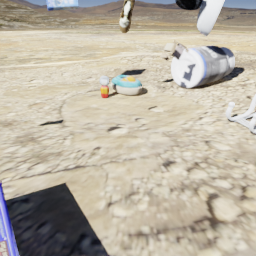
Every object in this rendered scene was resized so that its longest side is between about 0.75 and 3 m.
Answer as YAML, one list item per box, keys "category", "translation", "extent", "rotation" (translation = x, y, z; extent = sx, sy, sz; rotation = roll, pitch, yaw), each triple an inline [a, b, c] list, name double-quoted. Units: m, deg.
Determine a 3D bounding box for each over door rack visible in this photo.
- category: "over door rack"
  translation: [4.331, -0.373, 7.127]
  extent: [2.863, 0.954, 2.115]
  rotation: [-7, 25, -16]

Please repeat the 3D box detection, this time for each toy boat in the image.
- category: "toy boat"
  translation: [-0.299, -1.591, 10.189]
  extent: [1.661, 0.772, 1.396]
  rotation: [-17, 29, -35]

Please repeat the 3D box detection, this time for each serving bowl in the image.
- category: "serving bowl"
  translation: [2.910, -4.271, 9.975]
  extent: [0.605, 1.840, 1.840]
  rotation: [22, 26, 3]

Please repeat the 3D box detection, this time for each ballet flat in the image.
- category: "ballet flat"
  translation: [-0.062, -3.416, 8.502]
  extent: [0.374, 1.103, 0.399]
  rotation: [19, 30, 2]

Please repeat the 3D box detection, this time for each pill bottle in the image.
- category: "pill bottle"
  translation: [3.188, -2.608, 11.628]
  extent: [2.665, 1.516, 1.516]
  rotation: [-20, 30, -38]

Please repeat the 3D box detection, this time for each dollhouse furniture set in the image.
- category: "dollhouse furniture set"
  translation: [1.640, -2.434, 9.256]
  extent: [0.877, 0.748, 0.428]
  rotation: [24, 7, -31]

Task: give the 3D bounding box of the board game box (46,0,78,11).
- category: "board game box"
  translation: [-2.204, -4.366, 9.158]
  extent: [0.987, 0.992, 0.215]
  rotation: [-11, -6, -17]

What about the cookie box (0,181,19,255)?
- category: "cookie box"
  translation: [-2.360, 1.521, 2.677]
  extent: [2.417, 0.908, 2.067]
  rotation: [-12, 26, -26]

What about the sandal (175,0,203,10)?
- category: "sandal"
  translation: [1.998, -4.404, 9.395]
  extent: [0.938, 0.528, 2.466]
  rotation: [-5, 1, 19]
